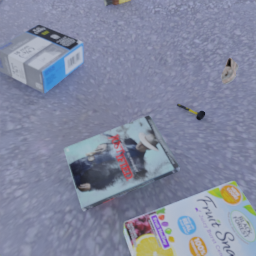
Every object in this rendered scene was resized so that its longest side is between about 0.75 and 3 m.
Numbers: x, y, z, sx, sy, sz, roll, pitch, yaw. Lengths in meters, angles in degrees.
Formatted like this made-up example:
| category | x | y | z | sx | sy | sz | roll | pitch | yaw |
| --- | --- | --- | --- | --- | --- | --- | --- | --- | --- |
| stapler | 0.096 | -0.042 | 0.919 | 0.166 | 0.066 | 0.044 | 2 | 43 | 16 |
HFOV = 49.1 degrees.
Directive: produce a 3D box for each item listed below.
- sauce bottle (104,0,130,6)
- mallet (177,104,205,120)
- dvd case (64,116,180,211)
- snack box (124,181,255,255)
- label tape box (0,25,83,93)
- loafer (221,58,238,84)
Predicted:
| category | x | y | z | sx | sy | sz | roll | pitch | yaw |
| --- | --- | --- | --- | --- | --- | --- | --- | --- | --- |
| sauce bottle | -0.440 | -5.658 | 12.300 | 1.253 | 0.414 | 0.414 | -23 | 58 | -17 |
| mallet | 1.985 | -0.575 | 8.805 | 0.921 | 0.190 | 0.303 | 36 | 62 | 27 |
| dvd case | -0.233 | 0.823 | 7.378 | 2.591 | 0.285 | 1.892 | -20 | 54 | -8 |
| snack box | 1.565 | 2.600 | 6.130 | 2.872 | 0.761 | 2.042 | -17 | 56 | -12 |
| label tape box | -3.309 | -2.584 | 9.537 | 2.898 | 0.917 | 2.090 | 26 | 50 | 16 |
| loafer | 3.133 | -1.793 | 8.781 | 0.385 | 0.441 | 1.226 | 52 | 44 | -14 |
